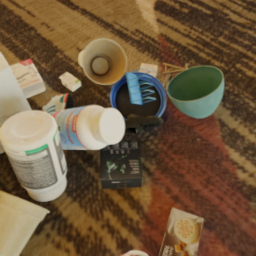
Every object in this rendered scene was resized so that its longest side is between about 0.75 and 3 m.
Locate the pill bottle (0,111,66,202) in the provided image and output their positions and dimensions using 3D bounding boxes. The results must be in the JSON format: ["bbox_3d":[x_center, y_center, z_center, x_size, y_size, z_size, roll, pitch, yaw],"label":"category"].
[{"bbox_3d":[-2.820,0.985,8.802,1.588,2.808,1.588,0,42,0],"label":"pill bottle"}]

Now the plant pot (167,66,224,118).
[{"bbox_3d":[2.764,-1.223,11.032,2.139,1.441,2.139,-17,39,15],"label":"plant pot"}]

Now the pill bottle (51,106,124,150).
[{"bbox_3d":[-1.502,0.013,9.707,2.756,1.499,1.499,-5,44,42],"label":"pill bottle"}]

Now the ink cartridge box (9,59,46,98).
[{"bbox_3d":[-4.526,-2.199,12.506,1.129,0.638,1.541,-26,63,-18],"label":"ink cartridge box"}]

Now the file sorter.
[{"bbox_3d":[0.529,-1.646,11.147,0.769,0.870,1.254,-13,84,27],"label":"file sorter"}]

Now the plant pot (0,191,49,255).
[{"bbox_3d":[-3.572,2.945,8.307,1.850,1.850,1.694,17,67,12],"label":"plant pot"}]

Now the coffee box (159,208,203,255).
[{"bbox_3d":[1.542,3.489,8.402,1.017,0.709,1.778,17,56,13],"label":"coffee box"}]

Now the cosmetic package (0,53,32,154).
[{"bbox_3d":[-4.863,-0.818,9.927,2.295,2.743,2.281,-28,37,-17],"label":"cosmetic package"}]

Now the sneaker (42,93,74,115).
[{"bbox_3d":[-3.006,-0.436,11.324,1.074,0.809,2.297,-1,53,18],"label":"sneaker"}]

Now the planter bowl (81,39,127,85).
[{"bbox_3d":[-1.075,-2.629,11.542,1.798,1.210,1.798,-1,94,-16],"label":"planter bowl"}]

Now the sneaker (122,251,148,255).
[{"bbox_3d":[-0.239,3.929,7.936,1.883,0.984,0.709,-9,56,-5],"label":"sneaker"}]

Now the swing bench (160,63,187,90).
[{"bbox_3d":[2.004,-2.213,12.316,1.092,1.086,0.708,4,54,4],"label":"swing bench"}]

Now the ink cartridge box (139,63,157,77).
[{"bbox_3d":[0.895,-2.510,12.915,0.789,0.453,1.346,11,55,8],"label":"ink cartridge box"}]

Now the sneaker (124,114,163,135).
[{"bbox_3d":[0.440,-0.063,10.638,1.658,0.498,0.865,8,48,10],"label":"sneaker"}]

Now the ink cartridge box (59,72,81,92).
[{"bbox_3d":[-2.644,-2.095,12.707,0.909,0.306,0.532,37,62,23],"label":"ink cartridge box"}]

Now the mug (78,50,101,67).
[{"bbox_3d":[-1.521,-3.311,13.076,1.318,1.110,1.503,8,58,22],"label":"mug"}]

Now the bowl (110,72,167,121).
[{"bbox_3d":[0.416,-1.177,11.556,2.311,0.454,2.311,1,74,-2],"label":"bowl"}]

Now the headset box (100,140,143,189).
[{"bbox_3d":[-0.261,1.328,9.933,1.457,0.776,1.674,-3,54,-3],"label":"headset box"}]
